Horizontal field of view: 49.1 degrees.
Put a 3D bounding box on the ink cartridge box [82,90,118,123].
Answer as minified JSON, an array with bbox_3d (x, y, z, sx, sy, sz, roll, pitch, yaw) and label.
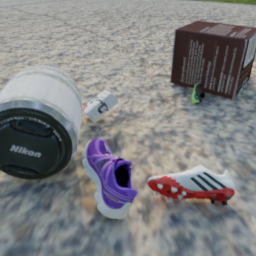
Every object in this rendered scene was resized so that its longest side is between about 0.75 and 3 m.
[{"bbox_3d":[-0.979,-0.767,9.645,1.111,0.463,0.807,-41,26,-7],"label":"ink cartridge box"}]

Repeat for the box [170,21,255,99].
[{"bbox_3d":[3.718,-3.057,12.073,2.928,2.405,2.429,20,37,29],"label":"box"}]

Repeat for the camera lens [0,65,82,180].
[{"bbox_3d":[-2.440,-0.224,7.595,2.303,2.303,2.879,-2,33,-3],"label":"camera lens"}]

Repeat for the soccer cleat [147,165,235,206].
[{"bbox_3d":[1.480,1.274,6.628,2.053,0.705,0.875,6,51,1],"label":"soccer cleat"}]

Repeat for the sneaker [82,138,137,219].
[{"bbox_3d":[-0.340,0.986,6.685,0.984,1.018,2.440,22,23,-35],"label":"sneaker"}]

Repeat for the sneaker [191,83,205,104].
[{"bbox_3d":[2.834,-1.352,11.168,0.489,0.448,1.168,7,47,18],"label":"sneaker"}]
